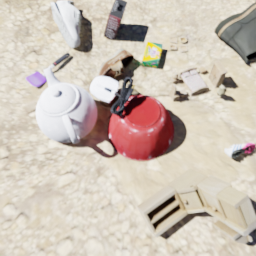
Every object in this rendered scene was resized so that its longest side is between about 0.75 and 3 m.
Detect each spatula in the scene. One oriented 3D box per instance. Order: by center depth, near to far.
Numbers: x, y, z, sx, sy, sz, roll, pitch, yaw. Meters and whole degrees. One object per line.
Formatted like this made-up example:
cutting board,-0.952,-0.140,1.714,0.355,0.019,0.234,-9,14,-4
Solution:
spatula,-3.101,-2.371,11.181,0.593,0.216,2.098,43,70,4

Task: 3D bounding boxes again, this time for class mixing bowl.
mixing bowl,0.440,-0.224,9.459,2.392,1.295,2.392,0,60,1

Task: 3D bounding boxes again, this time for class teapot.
teapot,-2.153,-0.663,9.348,2.254,1.647,2.225,16,63,17

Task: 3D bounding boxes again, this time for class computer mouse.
computer mouse,-0.731,-1.266,9.453,2.332,0.512,1.279,26,91,49

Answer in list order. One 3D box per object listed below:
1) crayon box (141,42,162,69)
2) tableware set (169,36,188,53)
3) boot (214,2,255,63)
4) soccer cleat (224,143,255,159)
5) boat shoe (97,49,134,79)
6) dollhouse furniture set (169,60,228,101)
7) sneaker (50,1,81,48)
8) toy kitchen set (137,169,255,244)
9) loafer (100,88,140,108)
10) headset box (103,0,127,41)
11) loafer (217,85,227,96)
crayon box,0.991,-2.998,11.527,0.666,0.327,1.121,11,62,6
tableware set,2.149,-3.593,11.979,0.800,0.111,0.957,2,62,3
boot,5.452,-4.053,11.799,2.959,1.146,2.047,-31,69,-1
soccer cleat,3.736,0.675,9.375,1.131,0.395,0.488,-14,29,-22
boat shoe,-0.482,-2.369,10.902,0.688,0.725,1.915,26,66,28
dollhouse furniture set,2.468,-1.915,10.591,2.055,0.910,1.065,-19,63,-11
sneaker,-2.473,-4.582,12.058,1.111,1.055,2.760,-17,63,-17
toy kitchen set,1.950,2.697,7.589,2.128,2.358,1.924,-31,107,-16
loafer,-0.339,-1.161,10.407,1.526,0.580,0.515,-11,52,-17
headset box,-0.534,-4.590,11.745,0.550,1.425,1.060,19,63,-6
loafer,3.417,-1.334,10.266,0.258,0.756,0.286,-39,69,2
